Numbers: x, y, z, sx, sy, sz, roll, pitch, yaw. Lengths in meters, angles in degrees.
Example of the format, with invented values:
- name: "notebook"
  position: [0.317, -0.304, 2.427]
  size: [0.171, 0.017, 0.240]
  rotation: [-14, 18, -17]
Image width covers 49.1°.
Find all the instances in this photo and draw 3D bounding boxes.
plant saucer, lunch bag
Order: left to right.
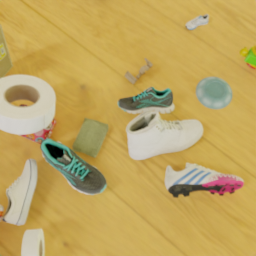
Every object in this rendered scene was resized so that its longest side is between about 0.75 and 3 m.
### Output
- name: "lunch bag"
  position: [-3.332, -0.210, 9.899]
  size: [1.437, 0.589, 1.266]
  rotation: [26, 83, -4]
- name: "plant saucer"
  position: [3.315, -1.401, 10.700]
  size: [1.420, 0.273, 1.420]
  rotation: [0, 69, 0]

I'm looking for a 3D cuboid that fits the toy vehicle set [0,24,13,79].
- name: "toy vehicle set"
  position: [-4.817, -2.589, 10.084]
  size: [0.268, 2.024, 1.257]
  rotation: [21, 56, 5]

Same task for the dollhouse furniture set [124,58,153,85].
- name: "dollhouse furniture set"
  position: [0.450, -2.293, 10.827]
  size: [0.497, 0.582, 1.123]
  rotation: [44, 74, 0]

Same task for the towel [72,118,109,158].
- name: "towel"
  position: [-1.333, 0.341, 10.058]
  size: [1.005, 0.247, 1.355]
  rotation: [18, 70, 6]

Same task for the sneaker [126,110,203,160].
- name: "sneaker"
  position: [1.276, 0.046, 9.365]
  size: [2.781, 1.607, 1.025]
  rotation: [-20, 49, -8]

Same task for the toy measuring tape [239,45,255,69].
- name: "toy measuring tape"
  position: [5.480, -2.587, 10.886]
  size: [2.555, 0.940, 0.940]
  rotation: [19, 70, -7]

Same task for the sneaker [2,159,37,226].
- name: "sneaker"
  position: [-3.492, 2.008, 9.036]
  size: [0.756, 0.780, 2.136]
  rotation: [19, 67, -31]

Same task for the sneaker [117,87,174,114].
- name: "sneaker"
  position: [0.660, -1.079, 10.130]
  size: [2.093, 0.955, 0.812]
  rotation: [-2, 41, -4]

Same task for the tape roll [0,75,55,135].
- name: "tape roll"
  position: [-3.482, -0.802, 9.246]
  size: [2.134, 0.746, 2.134]
  rotation: [10, 46, -10]

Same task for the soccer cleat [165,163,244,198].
- name: "soccer cleat"
  position: [2.481, 1.607, 9.245]
  size: [2.596, 0.907, 1.121]
  rotation: [-1, 52, -7]

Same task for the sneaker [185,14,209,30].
- name: "sneaker"
  position: [2.905, -4.503, 11.756]
  size: [1.084, 0.470, 0.406]
  rotation: [-26, 73, -8]

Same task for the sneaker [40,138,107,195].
- name: "sneaker"
  position: [-1.899, 1.252, 9.189]
  size: [2.675, 1.220, 1.038]
  rotation: [32, 73, 11]

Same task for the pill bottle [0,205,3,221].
- name: "pill bottle"
  position: [-4.674, 3.456, 8.262]
  size: [1.376, 1.376, 2.409]
  rotation: [5, 69, 2]

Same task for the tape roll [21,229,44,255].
- name: "tape roll"
  position: [-2.787, 3.658, 8.260]
  size: [0.440, 1.258, 1.258]
  rotation: [-3, 69, -9]
